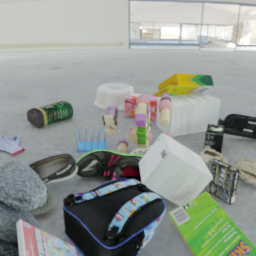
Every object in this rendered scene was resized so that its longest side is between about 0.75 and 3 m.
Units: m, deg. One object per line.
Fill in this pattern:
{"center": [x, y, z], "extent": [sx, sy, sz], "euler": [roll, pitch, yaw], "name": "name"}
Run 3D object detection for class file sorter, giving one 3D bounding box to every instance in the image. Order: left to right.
{"center": [-1.541, 0.501, 11.861], "extent": [1.223, 0.750, 0.849], "euler": [0, 23, -2], "name": "file sorter"}

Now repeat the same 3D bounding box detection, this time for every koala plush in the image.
{"center": [-2.016, 2.712, 4.893], "extent": [2.984, 2.742, 2.646], "euler": [36, 48, 24], "name": "koala plush"}

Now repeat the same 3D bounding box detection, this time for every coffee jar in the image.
{"center": [-4.063, -0.725, 14.611], "extent": [1.162, 0.951, 2.229], "euler": [19, 29, 39], "name": "coffee jar"}

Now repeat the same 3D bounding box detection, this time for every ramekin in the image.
{"center": [-0.810, -1.999, 17.408], "extent": [2.591, 1.207, 2.591], "euler": [-1, 23, 0], "name": "ramekin"}

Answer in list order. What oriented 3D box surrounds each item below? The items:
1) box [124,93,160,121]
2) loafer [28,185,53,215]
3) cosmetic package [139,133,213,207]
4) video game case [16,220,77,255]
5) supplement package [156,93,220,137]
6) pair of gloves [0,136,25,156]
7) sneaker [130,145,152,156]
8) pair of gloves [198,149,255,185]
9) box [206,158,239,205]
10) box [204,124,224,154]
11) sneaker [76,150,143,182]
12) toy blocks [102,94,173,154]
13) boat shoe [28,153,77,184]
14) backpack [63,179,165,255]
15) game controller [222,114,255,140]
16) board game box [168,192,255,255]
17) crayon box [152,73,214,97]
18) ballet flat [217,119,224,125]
{"center": [0.983, -1.175, 15.455], "extent": [2.226, 1.054, 1.142], "euler": [10, 24, 14], "name": "box"}
{"center": [-3.478, 1.913, 7.920], "extent": [2.675, 0.932, 1.006], "euler": [13, 60, -11], "name": "loafer"}
{"center": [1.349, 1.261, 8.390], "extent": [1.594, 1.315, 1.314], "euler": [31, 17, -13], "name": "cosmetic package"}
{"center": [-1.301, 2.116, 4.718], "extent": [0.112, 1.283, 0.917], "euler": [-47, 32, -1], "name": "video game case"}
{"center": [2.895, -0.698, 13.725], "extent": [2.657, 1.553, 1.558], "euler": [-8, 23, -19], "name": "supplement package"}
{"center": [-5.595, 0.880, 11.540], "extent": [2.095, 0.297, 2.606], "euler": [17, 28, 36], "name": "pair of gloves"}
{"center": [0.586, 1.085, 10.206], "extent": [1.501, 0.568, 0.658], "euler": [-25, 36, 32], "name": "sneaker"}
{"center": [3.547, 1.322, 9.992], "extent": [2.172, 0.381, 1.847], "euler": [16, 16, 14], "name": "pair of gloves"}
{"center": [2.848, 1.623, 8.538], "extent": [0.285, 1.160, 0.935], "euler": [-18, 27, -34], "name": "box"}
{"center": [3.641, 0.441, 11.834], "extent": [0.725, 0.867, 1.167], "euler": [7, 24, 19], "name": "box"}
{"center": [-0.530, 1.370, 9.395], "extent": [2.650, 1.017, 1.110], "euler": [-1, 22, 4], "name": "sneaker"}
{"center": [0.531, -0.348, 11.266], "extent": [2.516, 2.351, 2.118], "euler": [1, 47, 10], "name": "toy blocks"}
{"center": [-2.881, 1.463, 8.793], "extent": [2.560, 0.772, 0.946], "euler": [-14, 57, -10], "name": "boat shoe"}
{"center": [-0.245, 2.179, 6.661], "extent": [2.115, 1.423, 1.930], "euler": [-19, 33, -41], "name": "backpack"}
{"center": [5.310, -0.031, 12.336], "extent": [2.267, 1.183, 0.477], "euler": [10, 40, 1], "name": "game controller"}
{"center": [1.997, 2.596, 6.484], "extent": [1.204, 0.378, 2.521], "euler": [-28, 27, -4], "name": "board game box"}
{"center": [2.702, -2.113, 14.103], "extent": [2.676, 0.680, 1.699], "euler": [-3, -11, -27], "name": "crayon box"}
{"center": [5.139, -0.195, 13.735], "extent": [1.529, 0.523, 0.520], "euler": [11, -9, 23], "name": "ballet flat"}
